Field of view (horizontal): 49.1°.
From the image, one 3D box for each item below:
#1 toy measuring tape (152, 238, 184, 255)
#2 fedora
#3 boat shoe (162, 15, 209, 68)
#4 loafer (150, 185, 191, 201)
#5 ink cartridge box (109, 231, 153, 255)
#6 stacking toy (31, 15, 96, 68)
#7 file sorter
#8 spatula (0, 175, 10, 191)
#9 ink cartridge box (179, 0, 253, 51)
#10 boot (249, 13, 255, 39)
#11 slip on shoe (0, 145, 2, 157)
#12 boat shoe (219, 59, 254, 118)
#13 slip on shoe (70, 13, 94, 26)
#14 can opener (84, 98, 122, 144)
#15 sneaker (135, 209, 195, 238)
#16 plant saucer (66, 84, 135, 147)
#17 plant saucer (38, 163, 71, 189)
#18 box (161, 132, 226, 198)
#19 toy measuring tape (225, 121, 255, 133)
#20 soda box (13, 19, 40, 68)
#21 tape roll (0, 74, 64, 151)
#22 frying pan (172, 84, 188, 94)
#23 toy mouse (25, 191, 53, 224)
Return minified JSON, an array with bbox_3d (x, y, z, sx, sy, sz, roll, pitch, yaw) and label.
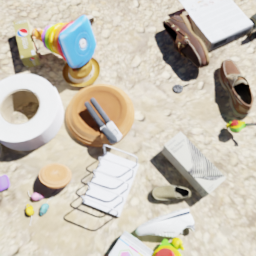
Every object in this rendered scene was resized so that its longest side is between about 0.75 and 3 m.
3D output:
[{"bbox_3d":[0.895,4.495,8.206,1.061,1.061,2.884,35,58,14],"label":"toy measuring tape"},{"bbox_3d":[-1.956,-2.491,11.537,1.668,0.680,1.668,1,65,-2],"label":"fedora"},{"bbox_3d":[2.384,-3.599,11.895,1.024,1.025,2.912,-18,60,-10],"label":"boat shoe"},{"bbox_3d":[1.487,2.216,9.653,1.434,0.484,0.545,-4,67,-2],"label":"loafer"},{"bbox_3d":[-0.247,4.400,8.644,1.082,0.618,2.084,33,71,13],"label":"ink cartridge box"},{"bbox_3d":[-2.855,-3.555,11.203,2.889,1.585,1.677,19,57,29],"label":"stacking toy"},{"bbox_3d":[-0.582,1.746,9.458,1.373,1.232,1.979,19,68,8],"label":"file sorter"},{"bbox_3d":[-5.076,2.186,9.829,1.885,0.194,0.533,-21,67,-8],"label":"spatula"},{"bbox_3d":[3.864,-5.038,12.671,2.256,0.792,2.776,-26,66,-10],"label":"ink cartridge box"},{"bbox_3d":[5.665,-4.604,12.613,1.452,0.562,1.004,-30,65,-26],"label":"boot"},{"bbox_3d":[-5.162,1.234,10.048,0.667,0.532,1.755,20,68,9],"label":"slip on shoe"},{"bbox_3d":[4.369,-1.718,11.099,0.977,0.926,2.580,-11,67,-5],"label":"boat shoe"},{"bbox_3d":[-2.357,-4.509,12.408,0.573,0.720,1.893,42,70,11],"label":"slip on shoe"},{"bbox_3d":[-0.921,-0.277,10.081,0.514,0.644,1.925,-35,80,-5],"label":"can opener"},{"bbox_3d":[1.209,3.245,9.124,1.950,0.745,0.785,-15,77,-5],"label":"sneaker"},{"bbox_3d":[-1.088,-0.605,10.853,2.703,0.506,2.703,0,66,0],"label":"plant saucer"},{"bbox_3d":[-2.539,1.636,9.776,1.121,0.181,1.121,9,37,-7],"label":"plant saucer"},{"bbox_3d":[2.258,1.286,9.901,0.918,0.764,2.234,-39,72,-15],"label":"box"},{"bbox_3d":[4.169,-0.018,10.224,1.301,0.478,0.478,3,60,43],"label":"toy measuring tape"},{"bbox_3d":[-4.368,-3.639,12.051,0.657,0.695,2.054,-16,68,-7],"label":"soda box"},{"bbox_3d":[-3.913,-0.606,10.585,2.839,0.993,2.839,0,66,0],"label":"tape roll"},{"bbox_3d":[2.182,-1.622,11.517,0.750,0.122,0.454,-4,67,2],"label":"frying pan"},{"bbox_3d":[-3.068,2.603,9.631,1.014,0.221,1.141,-21,68,-9],"label":"toy mouse"}]
